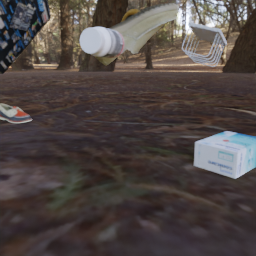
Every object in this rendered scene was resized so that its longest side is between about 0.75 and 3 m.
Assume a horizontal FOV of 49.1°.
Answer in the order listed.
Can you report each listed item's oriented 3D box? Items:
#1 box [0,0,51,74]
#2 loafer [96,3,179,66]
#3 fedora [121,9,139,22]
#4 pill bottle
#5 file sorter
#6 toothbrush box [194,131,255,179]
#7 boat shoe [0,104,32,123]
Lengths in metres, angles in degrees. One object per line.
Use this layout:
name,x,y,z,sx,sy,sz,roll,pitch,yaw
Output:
box,-2.835,-2.663,6.515,0.635,2.195,2.762,35,-12,-3
loafer,0.171,-2.414,7.244,2.516,0.859,0.952,-23,25,7
fedora,0.289,-3.640,10.098,1.228,1.228,0.501,11,15,39
pill bottle,-0.558,-1.860,6.108,0.624,0.624,1.076,6,13,22
file sorter,2.239,-2.405,8.257,0.915,0.821,1.318,23,9,25
toothbrush box,2.051,0.492,5.624,1.245,0.531,0.911,-14,19,-40
boat shoe,-3.947,-0.497,9.683,1.610,0.504,0.573,11,16,34
